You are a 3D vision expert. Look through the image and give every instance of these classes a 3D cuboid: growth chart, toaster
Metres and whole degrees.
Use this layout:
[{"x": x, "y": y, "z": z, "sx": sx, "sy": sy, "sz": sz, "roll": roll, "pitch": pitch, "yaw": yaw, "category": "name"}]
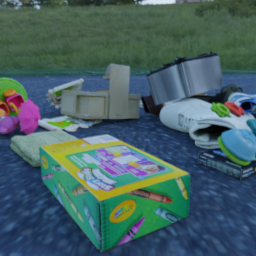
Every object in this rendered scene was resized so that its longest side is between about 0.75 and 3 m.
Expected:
[{"x": -1.974, "y": -0.298, "z": 10.199, "sx": 1.997, "sy": 0.245, "sz": 2.760, "roll": 12, "pitch": 20, "yaw": 36, "category": "growth chart"}, {"x": 1.840, "y": -1.650, "z": 9.481, "sx": 2.120, "sy": 1.258, "sz": 1.917, "roll": -18, "pitch": 3, "yaw": -33, "category": "toaster"}, {"x": -2.577, "y": -1.380, "z": 11.700, "sx": 1.657, "sy": 0.203, "sz": 2.289, "roll": -26, "pitch": -8, "yaw": -14, "category": "growth chart"}]

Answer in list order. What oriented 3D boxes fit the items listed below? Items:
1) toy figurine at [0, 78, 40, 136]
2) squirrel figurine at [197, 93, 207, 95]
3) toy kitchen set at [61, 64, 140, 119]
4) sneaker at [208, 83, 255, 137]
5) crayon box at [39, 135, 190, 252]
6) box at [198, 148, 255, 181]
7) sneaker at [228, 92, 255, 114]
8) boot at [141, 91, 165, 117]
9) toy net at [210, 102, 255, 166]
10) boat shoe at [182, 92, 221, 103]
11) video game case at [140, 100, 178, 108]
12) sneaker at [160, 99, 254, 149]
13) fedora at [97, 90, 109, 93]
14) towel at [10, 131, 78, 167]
[{"x": -3.729, "y": -0.386, "z": 8.679, "sx": 2.238, "sy": 1.680, "sz": 2.060, "roll": -36, "pitch": 42, "yaw": -29, "category": "toy figurine"}, {"x": 3.631, "y": -1.502, "z": 14.262, "sx": 0.917, "sy": 0.696, "sz": 0.983, "roll": 4, "pitch": 26, "yaw": -29, "category": "squirrel figurine"}, {"x": -1.026, "y": -1.374, "z": 10.603, "sx": 2.324, "sy": 1.896, "sz": 2.097, "roll": -2, "pitch": 8, "yaw": -38, "category": "toy kitchen set"}, {"x": 3.593, "y": -0.501, "z": 8.499, "sx": 1.012, "sy": 1.516, "sz": 2.647, "roll": -16, "pitch": 24, "yaw": -42, "category": "sneaker"}, {"x": -0.394, "y": 0.844, "z": 4.762, "sx": 1.514, "sy": 0.743, "sz": 2.549, "roll": -9, "pitch": 17, "yaw": -31, "category": "crayon box"}, {"x": 2.249, "y": 0.742, "z": 6.124, "sx": 0.892, "sy": 0.258, "sz": 1.122, "roll": -10, "pitch": 18, "yaw": -33, "category": "box"}, {"x": 3.488, "y": -0.647, "z": 7.651, "sx": 1.394, "sy": 0.515, "sz": 0.573, "roll": -2, "pitch": 33, "yaw": 2, "category": "sneaker"}, {"x": 0.953, "y": -1.183, "z": 11.027, "sx": 0.554, "sy": 1.532, "sz": 1.274, "roll": -27, "pitch": -21, "yaw": 34, "category": "boot"}, {"x": 2.882, "y": 0.073, "z": 6.353, "sx": 2.672, "sy": 0.516, "sz": 1.402, "roll": 0, "pitch": 45, "yaw": -37, "category": "toy net"}, {"x": 3.271, "y": -0.757, "z": 10.006, "sx": 2.967, "sy": 0.945, "sz": 1.049, "roll": 5, "pitch": 28, "yaw": 38, "category": "boat shoe"}, {"x": 1.588, "y": -1.186, "z": 13.577, "sx": 1.894, "sy": 0.238, "sz": 2.081, "roll": 11, "pitch": 19, "yaw": 35, "category": "video game case"}, {"x": 1.921, "y": -0.182, "z": 8.088, "sx": 2.934, "sy": 1.081, "sz": 1.695, "roll": 8, "pitch": 17, "yaw": 36, "category": "sneaker"}, {"x": -0.829, "y": -1.569, "z": 14.135, "sx": 1.679, "sy": 0.685, "sz": 1.679, "roll": -3, "pitch": 10, "yaw": 1, "category": "fedora"}, {"x": -2.036, "y": 0.433, "z": 7.089, "sx": 1.525, "sy": 0.375, "sz": 2.056, "roll": -11, "pitch": 18, "yaw": -34, "category": "towel"}]
